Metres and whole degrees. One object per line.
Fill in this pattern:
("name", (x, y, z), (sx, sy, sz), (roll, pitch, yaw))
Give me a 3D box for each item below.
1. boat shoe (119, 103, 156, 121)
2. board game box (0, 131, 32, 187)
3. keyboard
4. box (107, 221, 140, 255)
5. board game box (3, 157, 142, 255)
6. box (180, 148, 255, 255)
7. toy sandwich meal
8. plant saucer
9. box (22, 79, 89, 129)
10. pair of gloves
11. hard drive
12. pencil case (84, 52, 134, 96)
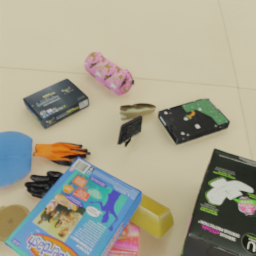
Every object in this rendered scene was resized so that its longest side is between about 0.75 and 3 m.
("boat shoe", (0.361, -0.579, 10.949), (1.725, 0.657, 0.618), (-7, 21, -35))
("board game box", (-4.139, 1.107, 9.552), (1.736, 0.428, 2.197), (-5, 54, -9))
("keyboard", (0.096, 0.184, 9.865), (0.210, 0.982, 1.636), (21, 22, 22))
("box", (-1.057, 2.922, 7.270), (2.690, 1.273, 1.380), (4, 48, 3))
("board game box", (-1.182, 2.176, 6.610), (2.003, 0.592, 2.634), (26, 55, 21))
("box", (2.569, 2.298, 7.357), (1.652, 1.974, 2.658), (18, 50, 16))
("toy sandwich meal", (-3.371, 2.760, 8.046), (1.223, 0.419, 1.223), (2, 48, -3))
("plant saucer", (0.399, 2.207, 7.724), (1.738, 1.739, 0.421), (25, 93, 21))
("box", (-2.921, -1.050, 11.418), (2.131, 0.544, 1.680), (-31, 53, -26))
("pair of gloves", (-2.288, 1.376, 9.295), (1.934, 0.268, 2.171), (3, 52, -2))
("hard drive", (2.499, -0.303, 10.812), (2.288, 0.433, 1.598), (-18, 50, -15))
("pencil case", (-0.893, -2.433, 12.323), (1.094, 1.047, 2.529), (-41, 57, -16))
